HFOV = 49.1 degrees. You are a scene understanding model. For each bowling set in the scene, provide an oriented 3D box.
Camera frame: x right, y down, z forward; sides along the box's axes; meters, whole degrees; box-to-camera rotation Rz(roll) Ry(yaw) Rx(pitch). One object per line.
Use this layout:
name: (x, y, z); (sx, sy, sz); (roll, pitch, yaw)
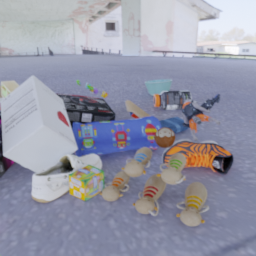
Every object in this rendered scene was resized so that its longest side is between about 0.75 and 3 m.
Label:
bowling set: (0.536, 0.984, 6.358); (2.569, 1.788, 1.379); (3, 21, 20)

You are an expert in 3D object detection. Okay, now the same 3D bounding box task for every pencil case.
pencil case: (-0.366, 0.271, 9.134); (2.934, 1.145, 1.274); (-5, 7, -13)

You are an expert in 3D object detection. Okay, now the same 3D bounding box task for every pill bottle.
pill bottle: (2.222, -1.407, 14.253); (1.817, 0.965, 0.965); (-1, 19, -5)

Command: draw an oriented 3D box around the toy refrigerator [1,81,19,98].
toy refrigerator: (-5.689, -1.562, 14.081); (0.766, 0.831, 2.189); (-13, 39, -39)

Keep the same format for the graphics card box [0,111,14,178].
graphics card box: (-3.776, 0.375, 8.377); (0.585, 1.443, 2.301); (-5, 18, 3)

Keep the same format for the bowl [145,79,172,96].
bowl: (1.888, -2.467, 17.270); (1.675, 0.876, 1.675); (-5, 13, 1)

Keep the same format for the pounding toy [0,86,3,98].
pounding toy: (-8.189, -1.794, 15.444); (1.985, 0.908, 1.744); (9, 21, 24)

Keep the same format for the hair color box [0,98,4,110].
hair color box: (-6.721, -1.178, 14.401); (0.764, 0.440, 1.377); (13, 22, 27)

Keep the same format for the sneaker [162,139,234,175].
sneaker: (2.104, 0.850, 7.995); (2.142, 0.831, 1.200); (-8, 20, -22)

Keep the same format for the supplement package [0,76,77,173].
supplement package: (-2.586, -0.099, 7.989); (1.372, 1.389, 2.291); (-35, 48, 9)

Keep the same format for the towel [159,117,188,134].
towel: (1.632, -0.028, 11.144); (1.656, 0.402, 0.925); (-13, 27, -34)

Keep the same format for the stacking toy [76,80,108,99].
stacking toy: (-1.572, -1.715, 12.166); (0.916, 0.285, 1.215); (25, -2, 41)

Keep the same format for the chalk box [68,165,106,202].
chalk box: (-0.959, 1.323, 7.025); (0.569, 0.566, 0.915); (14, 24, 34)

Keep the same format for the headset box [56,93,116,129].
headset box: (-1.862, -0.556, 11.205); (2.115, 1.067, 2.845); (4, 18, -18)

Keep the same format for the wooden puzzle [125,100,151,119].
wooden puzzle: (0.541, -0.501, 11.908); (1.554, 0.360, 1.439); (30, 16, -16)

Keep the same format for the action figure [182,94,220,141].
action figure: (2.198, -0.498, 8.617); (0.796, 1.521, 1.472); (28, 23, -33)

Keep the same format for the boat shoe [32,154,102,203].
boat shoe: (-1.499, 1.076, 7.355); (0.823, 0.805, 2.323); (12, 22, 29)
